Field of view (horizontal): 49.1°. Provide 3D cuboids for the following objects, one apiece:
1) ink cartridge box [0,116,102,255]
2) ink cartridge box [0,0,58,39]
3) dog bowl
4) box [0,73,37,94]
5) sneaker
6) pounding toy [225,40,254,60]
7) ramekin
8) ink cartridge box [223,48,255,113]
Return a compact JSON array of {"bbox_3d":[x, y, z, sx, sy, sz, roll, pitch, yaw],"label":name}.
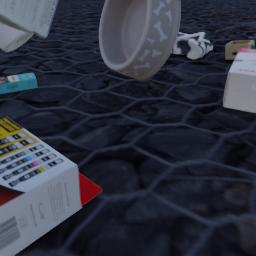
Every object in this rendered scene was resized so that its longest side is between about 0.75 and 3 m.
[{"bbox_3d":[-1.960,0.739,4.888,2.364,0.991,2.076,25,39,36],"label":"ink cartridge box"},{"bbox_3d":[-0.524,-1.098,1.402,0.229,1.128,1.130,19,7,-2],"label":"ink cartridge box"},{"bbox_3d":[0.095,-1.962,5.376,0.592,2.020,2.020,0,27,-33],"label":"dog bowl"},{"bbox_3d":[-3.723,-1.438,9.072,1.408,0.346,0.579,-14,34,-22],"label":"box"},{"bbox_3d":[2.720,-3.806,12.407,1.502,0.921,2.308,-22,38,-34],"label":"sneaker"},{"bbox_3d":[4.683,-3.068,11.474,1.177,0.837,1.083,9,30,34],"label":"pounding toy"},{"bbox_3d":[-3.252,-2.720,7.965,1.240,0.605,1.240,-36,15,11],"label":"ramekin"},{"bbox_3d":[4.049,-1.430,8.317,1.953,1.103,2.666,14,34,22],"label":"ink cartridge box"}]
